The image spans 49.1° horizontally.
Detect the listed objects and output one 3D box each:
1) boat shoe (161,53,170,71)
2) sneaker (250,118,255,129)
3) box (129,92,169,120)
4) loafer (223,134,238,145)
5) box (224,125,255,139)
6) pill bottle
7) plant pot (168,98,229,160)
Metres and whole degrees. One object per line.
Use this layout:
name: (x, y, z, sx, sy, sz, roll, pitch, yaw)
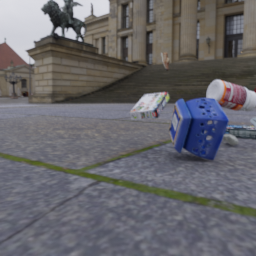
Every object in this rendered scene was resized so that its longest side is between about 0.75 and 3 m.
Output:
boat shoe: (1.555, -2.729, 11.419, 0.301, 0.838, 0.317, -16, -20, 15)
sneaker: (4.918, -0.043, 10.400, 0.388, 0.376, 1.063, -39, 18, 19)
box: (0.807, -0.805, 10.066, 0.986, 0.311, 1.793, -4, 24, 24)
loafer: (4.252, 0.450, 11.501, 0.389, 0.390, 1.116, -13, 12, -3)
box: (5.662, 0.176, 13.881, 2.002, 0.460, 1.591, 4, 8, 27)
pill bottle: (4.349, -1.293, 11.724, 1.910, 1.046, 1.046, 12, 4, -18)
plant pot: (2.138, -0.044, 9.012, 1.381, 1.536, 1.536, 6, 31, -5)
